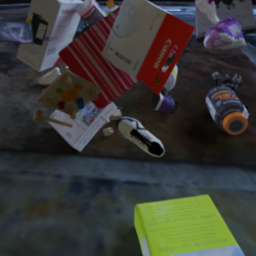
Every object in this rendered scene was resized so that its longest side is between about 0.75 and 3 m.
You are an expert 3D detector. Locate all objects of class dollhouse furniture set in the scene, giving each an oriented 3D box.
[{"bbox_3d":[-0.835,-0.127,10.435,0.957,1.069,1.349,-30,-11,30],"label":"dollhouse furniture set"}]

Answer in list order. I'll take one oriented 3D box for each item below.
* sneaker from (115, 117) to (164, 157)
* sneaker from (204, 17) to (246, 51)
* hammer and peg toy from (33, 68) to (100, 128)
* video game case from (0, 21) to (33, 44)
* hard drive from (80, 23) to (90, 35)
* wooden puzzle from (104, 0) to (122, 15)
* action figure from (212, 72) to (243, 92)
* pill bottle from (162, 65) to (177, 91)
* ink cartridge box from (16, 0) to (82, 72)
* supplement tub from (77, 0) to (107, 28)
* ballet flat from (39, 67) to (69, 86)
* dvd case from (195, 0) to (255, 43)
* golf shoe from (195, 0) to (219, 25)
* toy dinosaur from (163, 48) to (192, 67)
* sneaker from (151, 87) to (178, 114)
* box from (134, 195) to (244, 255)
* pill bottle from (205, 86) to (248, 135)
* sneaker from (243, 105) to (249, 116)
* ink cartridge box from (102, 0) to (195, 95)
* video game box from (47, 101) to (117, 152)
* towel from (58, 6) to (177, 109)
[{"bbox_3d":[0.290,0.190,6.020,1.269,0.468,0.508,33,2,-10],"label":"sneaker"},{"bbox_3d":[2.604,-2.603,7.608,0.760,0.835,1.890,0,9,39],"label":"sneaker"},{"bbox_3d":[-1.364,-0.578,5.987,1.009,1.372,0.484,25,35,-45],"label":"hammer and peg toy"},{"bbox_3d":[-2.821,-2.389,7.028,0.793,0.567,0.075,-3,-15,-24],"label":"video game case"},{"bbox_3d":[-1.206,-2.920,9.965,1.193,1.708,0.323,20,1,14],"label":"hard drive"},{"bbox_3d":[-0.702,-3.755,10.995,1.557,2.625,0.184,-4,2,-33],"label":"wooden puzzle"},{"bbox_3d":[4.432,-1.957,12.588,1.271,1.091,2.138,2,31,25],"label":"action figure"},{"bbox_3d":[1.738,-2.652,13.574,1.224,1.224,2.185,6,31,10],"label":"pill bottle"},{"bbox_3d":[-2.390,-3.051,8.745,0.905,2.185,1.592,32,29,4],"label":"ink cartridge box"},{"bbox_3d":[-1.032,-3.407,8.554,0.648,0.923,0.648,-24,46,28],"label":"supplement tub"},{"bbox_3d":[-3.243,-2.650,14.015,2.448,0.878,0.878,-5,31,-8],"label":"ballet flat"},{"bbox_3d":[3.457,-4.256,10.239,1.965,0.323,2.615,-5,58,19],"label":"dvd case"},{"bbox_3d":[2.541,-3.598,8.594,1.046,0.479,0.394,29,39,-31],"label":"golf shoe"},{"bbox_3d":[1.098,-2.750,10.069,2.681,1.371,1.032,10,-3,-36],"label":"toy dinosaur"},{"bbox_3d":[1.547,-1.122,11.687,0.947,0.819,2.164,22,28,-7],"label":"sneaker"},{"bbox_3d":[1.262,2.578,5.253,1.770,0.692,2.904,-6,31,-9],"label":"box"},{"bbox_3d":[3.617,-0.619,10.231,1.139,1.139,2.144,0,31,0],"label":"pill bottle"},{"bbox_3d":[4.692,-0.807,11.322,0.257,0.350,0.774,-1,30,-3],"label":"sneaker"},{"bbox_3d":[0.319,-1.892,6.199,0.469,1.589,1.985,4,33,-42],"label":"ink cartridge box"},{"bbox_3d":[-1.647,-0.469,9.637,1.915,0.492,2.102,-51,46,-3],"label":"video game box"},{"bbox_3d":[-0.275,-1.984,7.423,2.668,1.930,0.300,-37,0,-3],"label":"towel"}]
